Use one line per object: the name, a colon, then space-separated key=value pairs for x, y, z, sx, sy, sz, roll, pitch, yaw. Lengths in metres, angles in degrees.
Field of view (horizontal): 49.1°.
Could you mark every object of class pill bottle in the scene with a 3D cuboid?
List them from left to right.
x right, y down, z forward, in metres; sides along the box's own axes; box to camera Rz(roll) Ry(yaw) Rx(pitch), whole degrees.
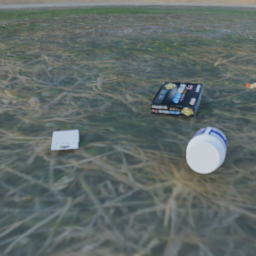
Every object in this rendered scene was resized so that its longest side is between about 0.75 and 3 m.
pill bottle: x=1.871 y=0.519 z=6.665 sx=0.865 sy=0.865 sz=1.495 roll=12 pitch=14 yaw=20

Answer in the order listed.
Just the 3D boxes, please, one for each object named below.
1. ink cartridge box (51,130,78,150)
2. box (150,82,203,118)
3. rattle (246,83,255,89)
ink cartridge box: x=-1.783 y=0.407 z=7.957 sx=0.736 sy=0.258 sz=0.906 roll=-4 pitch=37 yaw=-7
box: x=1.796 y=-1.062 z=10.088 sx=1.530 sy=0.443 sz=1.925 roll=8 pitch=34 yaw=21
rattle: x=4.184 y=-1.163 z=8.880 sx=0.608 sy=0.668 sz=0.934 roll=-26 pitch=4 yaw=-23
